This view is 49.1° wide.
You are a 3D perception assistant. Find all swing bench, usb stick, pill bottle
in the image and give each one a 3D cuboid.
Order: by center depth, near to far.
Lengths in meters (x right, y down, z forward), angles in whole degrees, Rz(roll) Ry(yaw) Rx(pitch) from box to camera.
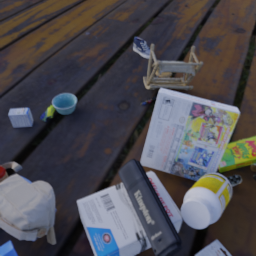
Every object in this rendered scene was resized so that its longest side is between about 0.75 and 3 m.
[{"bbox_3d":[0.513,2.098,7.700,0.803,0.472,2.897,-39,49,11],"label":"usb stick"},{"bbox_3d":[2.348,2.174,8.422,1.118,1.118,1.989,28,25,25],"label":"pill bottle"},{"bbox_3d":[1.983,-2.570,12.946,2.103,2.114,1.372,-2,51,-11],"label":"swing bench"}]

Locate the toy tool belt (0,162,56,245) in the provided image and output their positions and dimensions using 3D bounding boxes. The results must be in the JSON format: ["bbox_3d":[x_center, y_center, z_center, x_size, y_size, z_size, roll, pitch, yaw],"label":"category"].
[{"bbox_3d":[-3.271,2.392,8.517,2.782,1.709,1.737,21,43,33],"label":"toy tool belt"}]

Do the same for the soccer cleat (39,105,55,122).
[{"bbox_3d":[-3.484,-0.648,12.429,0.456,0.353,1.091,40,47,-3],"label":"soccer cleat"}]

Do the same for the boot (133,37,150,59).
[{"bbox_3d":[0.885,-4.560,15.970,0.593,0.737,1.630,-35,55,-30],"label":"boot"}]

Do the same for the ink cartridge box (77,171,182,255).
[{"bbox_3d":[0.019,2.712,8.444,2.600,1.096,1.898,-18,48,-17],"label":"ink cartridge box"}]

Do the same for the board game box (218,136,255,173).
[{"bbox_3d":[4.067,0.965,10.274,1.724,0.411,0.876,-16,53,8],"label":"board game box"}]

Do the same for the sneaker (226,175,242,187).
[{"bbox_3d":[3.428,1.924,9.771,1.055,0.467,0.391,-12,62,25],"label":"sneaker"}]

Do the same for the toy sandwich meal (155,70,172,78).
[{"bbox_3d":[1.843,-2.744,14.484,0.945,0.324,0.945,-1,41,0],"label":"toy sandwich meal"}]

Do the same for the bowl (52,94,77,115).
[{"bbox_3d":[-2.806,-0.991,12.531,1.079,0.564,1.079,0,44,0],"label":"bowl"}]

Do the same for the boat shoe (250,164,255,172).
[{"bbox_3d":[5.093,1.467,10.173,1.204,0.426,0.417,18,40,11],"label":"boat shoe"}]

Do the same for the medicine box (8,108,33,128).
[{"bbox_3d":[-4.524,-0.421,11.843,0.799,0.728,0.411,-4,45,-4],"label":"medicine box"}]

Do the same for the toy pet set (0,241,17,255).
[{"bbox_3d":[-3.644,4.045,7.098,2.003,1.139,2.145,-30,53,-26],"label":"toy pet set"}]

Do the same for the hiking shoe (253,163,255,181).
[{"bbox_3d":[4.649,1.846,9.601,0.502,0.668,1.326,10,81,-28],"label":"hiking shoe"}]

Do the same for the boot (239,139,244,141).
[{"bbox_3d":[5.108,0.876,10.686,1.707,0.640,0.915,-7,48,4],"label":"boot"}]

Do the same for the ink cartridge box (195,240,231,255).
[{"bbox_3d":[2.424,3.804,7.960,1.005,0.238,0.805,-26,50,-21],"label":"ink cartridge box"}]

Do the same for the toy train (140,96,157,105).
[{"bbox_3d":[0.962,-1.248,13.088,0.935,0.160,0.214,-22,65,-21],"label":"toy train"}]

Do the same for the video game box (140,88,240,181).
[{"bbox_3d":[1.963,0.329,9.449,2.580,2.831,0.663,17,26,8],"label":"video game box"}]
